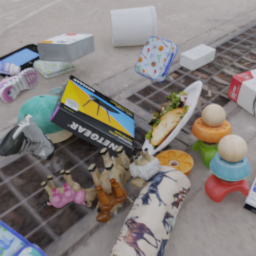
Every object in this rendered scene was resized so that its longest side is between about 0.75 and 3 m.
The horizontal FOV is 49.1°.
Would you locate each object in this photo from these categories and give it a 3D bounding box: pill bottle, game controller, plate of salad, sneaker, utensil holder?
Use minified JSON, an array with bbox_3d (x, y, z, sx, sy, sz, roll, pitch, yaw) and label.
[{"bbox_3d":[-5.301,-2.606,12.373,0.927,0.520,0.520,10,40,-6],"label":"pill bottle"},{"bbox_3d":[-5.210,-3.297,13.632,1.516,0.612,2.905,22,46,24],"label":"game controller"},{"bbox_3d":[-2.195,-1.499,10.548,1.592,0.382,1.592,-8,-2,0],"label":"plate of salad"},{"bbox_3d":[-4.794,-1.909,11.875,0.948,0.863,2.145,14,43,27],"label":"sneaker"},{"bbox_3d":[-2.360,0.411,6.915,0.808,1.244,2.154,-42,17,8],"label":"sneaker"},{"bbox_3d":[0.256,-5.428,15.129,2.329,1.979,1.979,-7,41,-4],"label":"utensil holder"},{"bbox_3d":[1.131,-0.312,8.371,0.685,2.850,2.850,35,44,-6],"label":"plate of salad"}]

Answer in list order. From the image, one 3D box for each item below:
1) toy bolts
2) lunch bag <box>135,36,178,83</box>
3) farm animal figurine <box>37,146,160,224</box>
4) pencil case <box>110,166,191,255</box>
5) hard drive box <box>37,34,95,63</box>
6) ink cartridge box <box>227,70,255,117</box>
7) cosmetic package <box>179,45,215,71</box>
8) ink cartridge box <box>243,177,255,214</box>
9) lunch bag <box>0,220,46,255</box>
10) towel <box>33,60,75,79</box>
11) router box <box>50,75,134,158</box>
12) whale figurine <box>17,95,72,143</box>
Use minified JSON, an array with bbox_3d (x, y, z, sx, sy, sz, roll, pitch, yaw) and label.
[{"bbox_3d":[2.135,0.629,7.823,2.484,1.803,2.600,-13,33,-13],"label":"toy bolts"},{"bbox_3d":[0.878,-2.080,8.671,1.092,1.363,0.515,30,12,32],"label":"lunch bag"},{"bbox_3d":[-0.690,1.555,7.275,2.533,1.321,2.506,1,31,41],"label":"farm animal figurine"},{"bbox_3d":[0.660,2.191,6.789,1.133,1.302,2.912,-10,31,35],"label":"pencil case"},{"bbox_3d":[-2.633,-3.490,12.143,1.576,0.777,2.023,8,30,21],"label":"hard drive box"},{"bbox_3d":[5.453,-1.200,10.814,1.846,1.042,2.515,-17,43,-19],"label":"ink cartridge box"},{"bbox_3d":[3.435,-3.502,13.866,1.701,0.606,0.863,-29,48,-30],"label":"cosmetic package"},{"bbox_3d":[4.068,1.701,7.923,0.999,0.394,2.008,25,48,26],"label":"ink cartridge box"},{"bbox_3d":[-2.579,3.143,5.616,2.041,1.300,1.735,29,46,17],"label":"lunch bag"},{"bbox_3d":[-3.546,-2.952,13.422,1.599,0.385,1.368,-28,51,-29],"label":"towel"},{"bbox_3d":[-1.017,-0.357,9.025,2.619,0.669,1.954,30,34,-21],"label":"router box"},{"bbox_3d":[-2.674,-0.618,9.728,2.262,1.475,2.843,-1,29,7],"label":"whale figurine"}]
